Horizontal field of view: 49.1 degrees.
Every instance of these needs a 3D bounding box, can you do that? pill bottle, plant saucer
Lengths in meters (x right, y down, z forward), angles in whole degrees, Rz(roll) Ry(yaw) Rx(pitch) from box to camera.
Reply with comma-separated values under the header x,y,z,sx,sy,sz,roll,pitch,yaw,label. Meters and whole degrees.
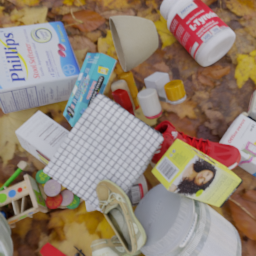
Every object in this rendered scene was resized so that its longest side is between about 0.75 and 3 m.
x,y,z,sx,sy,sz,roll,pitch,yaw,label
2.662,-4.062,11.212,1.682,1.682,2.997,-32,71,-12,pill bottle
-4.152,2.838,8.064,2.723,2.723,0.683,33,40,13,plant saucer
-0.406,2.035,8.766,1.895,1.049,1.049,-9,67,-12,pill bottle

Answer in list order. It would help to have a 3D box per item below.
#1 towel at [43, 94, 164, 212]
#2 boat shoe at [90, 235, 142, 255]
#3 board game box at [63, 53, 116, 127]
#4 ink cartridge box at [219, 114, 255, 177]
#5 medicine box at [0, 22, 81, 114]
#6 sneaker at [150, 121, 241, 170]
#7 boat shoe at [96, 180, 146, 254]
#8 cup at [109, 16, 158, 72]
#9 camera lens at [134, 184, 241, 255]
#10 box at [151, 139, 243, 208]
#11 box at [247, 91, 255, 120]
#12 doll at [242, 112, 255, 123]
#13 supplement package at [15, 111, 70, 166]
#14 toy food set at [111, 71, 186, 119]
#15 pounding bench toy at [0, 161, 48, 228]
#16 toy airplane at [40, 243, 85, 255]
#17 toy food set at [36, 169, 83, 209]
x,y,z,sx,sy,sz,roll,pitch,yaw,label
-0.626,0.697,7.649,2.189,1.131,2.644,35,98,-4,towel
-0.262,3.123,7.414,0.925,2.537,0.798,-23,74,16,boat shoe
-1.294,-1.213,8.951,0.540,1.737,2.301,20,96,-25,board game box
4.270,0.673,9.679,1.944,0.823,1.405,34,72,14,ink cartridge box
-3.485,-2.266,10.296,2.894,1.490,2.636,-15,68,-19,medicine box
1.867,0.616,8.660,2.936,1.696,1.150,-8,45,22,sneaker
-0.258,2.057,6.635,0.664,0.573,1.821,-37,74,22,boat shoe
0.237,-2.727,8.711,1.209,1.691,1.691,-17,68,-5,cup
1.595,2.951,7.639,2.565,2.051,2.051,40,69,-20,camera lens
1.846,1.241,7.036,1.052,2.796,0.701,-54,45,10,box
4.923,-0.813,10.445,0.662,0.564,1.035,19,69,8,box
4.567,-0.196,10.168,1.053,0.719,0.255,37,112,9,doll
-2.472,0.565,9.124,1.955,1.112,1.071,33,61,13,supplement package
0.464,-0.734,8.191,1.390,1.310,2.912,-35,31,-24,toy food set
-3.630,2.093,8.939,1.381,1.100,1.770,-23,69,-9,pounding bench toy
-2.108,4.481,8.325,2.087,0.384,2.087,0,66,1,toy airplane
-2.100,1.813,9.404,1.826,0.449,1.845,-38,72,-14,toy food set
